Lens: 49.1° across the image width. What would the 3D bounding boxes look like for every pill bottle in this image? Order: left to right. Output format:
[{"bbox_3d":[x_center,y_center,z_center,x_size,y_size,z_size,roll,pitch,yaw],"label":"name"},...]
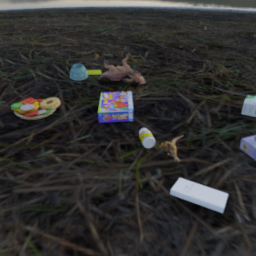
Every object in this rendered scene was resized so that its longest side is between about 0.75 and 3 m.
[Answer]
[{"bbox_3d":[0.642,0.339,9.915,0.441,0.441,0.782,-6,31,-10],"label":"pill bottle"}]

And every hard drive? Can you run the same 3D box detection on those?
[{"bbox_3d":[1.892,1.761,7.426,1.356,0.181,0.894,16,18,22],"label":"hard drive"}]

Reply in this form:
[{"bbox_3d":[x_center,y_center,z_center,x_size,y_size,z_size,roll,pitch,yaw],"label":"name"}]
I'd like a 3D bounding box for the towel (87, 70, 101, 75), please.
[{"bbox_3d":[-2.296,-3.213,16.448,1.424,0.129,0.613,-4,35,-8],"label":"towel"}]

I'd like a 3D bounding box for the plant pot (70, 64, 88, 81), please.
[{"bbox_3d":[-2.791,-3.181,15.697,1.008,0.676,1.008,1,37,-1],"label":"plant pot"}]

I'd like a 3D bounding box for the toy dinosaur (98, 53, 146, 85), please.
[{"bbox_3d":[-0.444,-2.893,15.043,2.537,1.089,1.720,-12,53,2],"label":"toy dinosaur"}]

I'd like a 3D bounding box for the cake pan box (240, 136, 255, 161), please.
[{"bbox_3d":[4.921,0.782,9.132,1.666,0.473,1.809,-14,33,-19],"label":"cake pan box"}]

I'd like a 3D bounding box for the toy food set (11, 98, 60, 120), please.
[{"bbox_3d":[-3.976,-0.878,12.029,1.814,0.441,1.796,11,32,18],"label":"toy food set"}]

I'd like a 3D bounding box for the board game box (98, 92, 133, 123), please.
[{"bbox_3d":[-0.512,-0.933,12.011,1.408,0.469,2.093,-3,29,0],"label":"board game box"}]

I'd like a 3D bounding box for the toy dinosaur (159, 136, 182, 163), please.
[{"bbox_3d":[1.448,0.648,9.234,0.730,0.415,1.375,28,38,-15],"label":"toy dinosaur"}]

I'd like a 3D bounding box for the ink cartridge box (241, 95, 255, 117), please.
[{"bbox_3d":[5.632,-0.856,11.856,1.365,0.567,1.001,15,33,25],"label":"ink cartridge box"}]
